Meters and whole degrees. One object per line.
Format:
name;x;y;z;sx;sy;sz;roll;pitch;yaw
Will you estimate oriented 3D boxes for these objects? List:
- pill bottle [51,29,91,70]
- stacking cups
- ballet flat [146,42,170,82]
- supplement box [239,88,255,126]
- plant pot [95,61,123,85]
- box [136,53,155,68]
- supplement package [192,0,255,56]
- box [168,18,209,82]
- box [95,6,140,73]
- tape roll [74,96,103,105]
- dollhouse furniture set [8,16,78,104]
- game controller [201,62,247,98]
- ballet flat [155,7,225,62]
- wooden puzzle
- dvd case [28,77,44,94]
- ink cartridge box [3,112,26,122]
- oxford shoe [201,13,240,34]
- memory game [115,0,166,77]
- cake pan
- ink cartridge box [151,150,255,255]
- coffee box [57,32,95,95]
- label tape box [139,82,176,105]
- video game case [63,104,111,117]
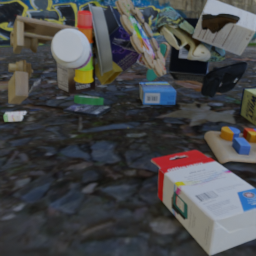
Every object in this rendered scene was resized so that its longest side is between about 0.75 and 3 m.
pill bottle;-1.343;-1.869;6.717;0.891;0.891;1.588;-2;11;-5
stacking cups;-1.457;-2.738;9.601;0.706;2.333;0.706;7;29;-4
ballet flat;1.084;-2.258;9.711;0.494;1.451;0.488;34;31;13
supplement box;5.955;-0.878;11.705;1.791;1.202;1.789;-2;21;-4
plant pot;-0.967;-2.576;12.428;0.916;0.890;0.896;52;26;4
box;0.871;-2.727;11.284;0.915;0.626;0.179;25;40;-6
supplement package;3.026;-3.168;8.789;1.639;0.961;0.958;23;55;4
box;2.691;-3.168;11.891;1.529;2.120;2.856;7;6;13
box;-0.554;-3.959;12.893;1.909;1.346;2.580;-34;-27;26
tape roll;-1.922;-1.353;13.710;1.413;0.340;1.413;5;8;-1
dollhouse furniture set;-2.508;-1.761;8.119;1.598;1.961;1.865;0;-4;-30
game controller;3.071;-1.541;9.143;1.230;0.497;2.358;-23;-11;5
ballet flat;2.065;-2.898;9.618;2.832;1.051;1.051;32;19;-10
wooden puzzle;3.900;0.487;9.129;2.333;0.540;2.161;0;22;0
dvd case;-3.998;-1.852;12.138;0.072;0.671;0.903;39;27;-6
ink cartridge box;-4.804;-0.482;11.957;0.853;0.287;0.499;-4;22;-10
oxford shoe;2.044;-2.312;6.228;0.370;0.430;1.018;-3;16;-29
memory game;0.386;-2.326;7.122;0.147;2.301;2.301;-25;12;23
cake pan;-1.028;-3.264;10.440;0.478;2.608;2.608;-12;23;-6
ink cartridge box;1.647;1.443;6.251;1.452;0.841;2.500;-8;23;-20
coffee box;-2.147;-2.728;11.573;1.352;2.392;0.955;-19;34;-38
label tape box;1.481;-1.882;14.938;1.653;0.763;2.307;-1;19;-4
video game case;-1.907;-0.864;13.116;1.812;0.172;1.294;9;23;23
